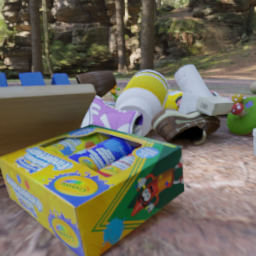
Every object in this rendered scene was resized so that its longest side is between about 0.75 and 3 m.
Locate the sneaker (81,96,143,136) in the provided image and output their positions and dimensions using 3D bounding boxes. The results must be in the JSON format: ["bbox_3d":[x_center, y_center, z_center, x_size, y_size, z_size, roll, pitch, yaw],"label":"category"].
[{"bbox_3d":[-0.419,-0.205,8.104,1.679,1.068,2.946,-15,32,1],"label":"sneaker"}]

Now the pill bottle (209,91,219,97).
[{"bbox_3d":[3.994,-1.385,14.443,1.037,1.037,1.821,10,15,37],"label":"pill bottle"}]

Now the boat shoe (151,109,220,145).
[{"bbox_3d":[1.966,0.117,8.583,2.796,1.032,1.034,-2,45,-35],"label":"boat shoe"}]

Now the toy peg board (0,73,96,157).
[{"bbox_3d":[-2.454,-0.334,5.927,2.646,1.294,2.635,-9,-29,-33],"label":"toy peg board"}]

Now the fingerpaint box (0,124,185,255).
[{"bbox_3d":[-0.653,0.758,4.668,2.021,0.888,2.422,-23,24,-38],"label":"fingerpaint box"}]

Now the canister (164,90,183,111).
[{"bbox_3d":[2.084,-1.512,15.102,2.466,1.067,1.831,14,18,42],"label":"canister"}]

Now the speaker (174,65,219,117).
[{"bbox_3d":[2.807,-1.374,11.456,0.979,2.411,0.979,-18,-26,-9],"label":"speaker"}]

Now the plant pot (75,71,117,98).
[{"bbox_3d":[-1.519,-2.196,14.133,1.734,1.621,1.621,-25,18,-11],"label":"plant pot"}]

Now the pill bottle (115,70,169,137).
[{"bbox_3d":[0.484,-0.872,9.996,1.623,1.623,2.886,3,30,15],"label":"pill bottle"}]

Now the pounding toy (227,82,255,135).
[{"bbox_3d":[4.015,-0.820,9.530,0.940,2.025,1.563,39,5,-22],"label":"pounding toy"}]

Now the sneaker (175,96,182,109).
[{"bbox_3d":[2.795,-0.686,12.554,1.828,0.610,0.980,27,31,-49],"label":"sneaker"}]

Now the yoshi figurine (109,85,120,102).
[{"bbox_3d":[-0.710,-2.113,17.826,0.782,0.779,1.391,-32,-26,-8],"label":"yoshi figurine"}]

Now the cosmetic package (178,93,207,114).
[{"bbox_3d":[2.510,-0.640,10.395,1.090,1.094,0.672,16,1,36],"label":"cosmetic package"}]

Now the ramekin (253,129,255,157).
[{"bbox_3d":[3.761,0.468,6.854,1.368,0.718,1.368,2,11,0],"label":"ramekin"}]

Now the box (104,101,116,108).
[{"bbox_3d":[-1.016,-0.878,13.125,0.594,0.647,1.848,-10,16,-33],"label":"box"}]

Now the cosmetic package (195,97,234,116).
[{"bbox_3d":[2.712,-0.699,8.786,1.189,0.423,0.626,-5,27,-41],"label":"cosmetic package"}]

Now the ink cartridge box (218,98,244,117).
[{"bbox_3d":[4.953,-0.948,12.825,1.782,0.844,0.331,-2,28,-10],"label":"ink cartridge box"}]
